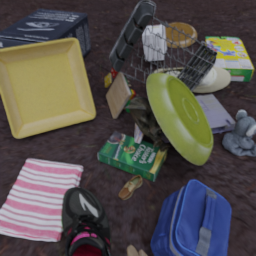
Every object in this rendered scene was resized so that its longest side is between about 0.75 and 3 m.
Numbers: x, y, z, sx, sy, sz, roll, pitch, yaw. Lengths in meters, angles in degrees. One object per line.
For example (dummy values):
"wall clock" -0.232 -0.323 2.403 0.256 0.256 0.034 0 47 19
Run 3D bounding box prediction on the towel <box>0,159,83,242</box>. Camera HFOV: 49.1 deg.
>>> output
"towel" -2.000 1.544 6.465 1.495 0.306 2.042 7 43 4

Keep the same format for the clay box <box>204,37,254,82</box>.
"clay box" 3.795 -2.751 10.893 1.447 0.599 2.518 3 43 4

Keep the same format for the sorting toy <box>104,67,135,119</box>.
"sorting toy" -0.233 -1.041 8.756 0.370 1.054 2.187 8 45 -32

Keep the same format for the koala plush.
"koala plush" 3.079 0.136 7.458 0.962 1.047 0.928 -4 43 -4

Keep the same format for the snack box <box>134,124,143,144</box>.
"snack box" 0.329 -0.085 7.814 0.160 0.474 1.318 19 25 -7

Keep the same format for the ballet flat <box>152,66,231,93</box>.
"ballet flat" 2.093 -1.669 9.405 2.743 0.953 0.953 -2 42 7

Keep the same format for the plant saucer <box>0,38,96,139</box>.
"plant saucer" -2.393 -1.164 8.131 2.431 2.430 0.589 -16 10 -20

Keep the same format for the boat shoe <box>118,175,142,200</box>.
"boat shoe" 0.048 1.390 6.673 0.287 0.280 0.759 29 50 28

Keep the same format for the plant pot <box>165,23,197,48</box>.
"plant pot" 2.204 -4.197 12.479 1.724 0.237 1.724 -3 53 4

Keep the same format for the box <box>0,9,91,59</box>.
"box" -3.011 -3.163 10.504 2.210 1.558 2.987 12 42 15

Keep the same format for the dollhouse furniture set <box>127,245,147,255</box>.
"dollhouse furniture set" -0.390 2.753 4.504 1.575 1.498 1.284 -31 27 6

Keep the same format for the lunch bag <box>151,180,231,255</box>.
"lunch bag" 1.257 1.789 5.230 1.088 1.060 1.602 32 47 -7

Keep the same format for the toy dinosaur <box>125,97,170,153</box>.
"toy dinosaur" 0.555 -0.239 6.899 2.723 1.048 1.393 4 42 -47

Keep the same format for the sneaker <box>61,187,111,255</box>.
"sneaker" -0.713 2.107 5.212 1.008 1.100 2.627 -7 43 -17

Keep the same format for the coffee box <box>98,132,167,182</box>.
"coffee box" 0.132 0.707 7.344 1.590 0.350 0.978 19 44 19

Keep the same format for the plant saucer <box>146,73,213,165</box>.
"plant saucer" 1.378 -0.332 6.780 0.391 2.518 2.518 -32 32 30

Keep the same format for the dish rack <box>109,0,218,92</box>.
"dish rack" 1.034 -2.030 8.020 2.743 2.104 0.748 21 41 -20

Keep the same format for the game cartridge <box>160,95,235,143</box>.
"game cartridge" 1.775 -0.311 8.438 2.358 0.453 1.529 -10 40 -11

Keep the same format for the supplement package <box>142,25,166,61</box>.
"supplement package" 1.040 -3.299 10.820 0.721 1.013 1.300 -2 33 14
